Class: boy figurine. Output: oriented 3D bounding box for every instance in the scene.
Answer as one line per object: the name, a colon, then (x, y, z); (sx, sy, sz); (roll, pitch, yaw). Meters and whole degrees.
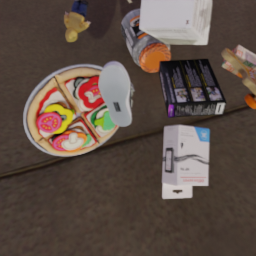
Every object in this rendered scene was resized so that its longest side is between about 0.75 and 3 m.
boy figurine: (-1.820, -3.753, 9.929); (0.945, 0.490, 1.520); (15, 92, -4)

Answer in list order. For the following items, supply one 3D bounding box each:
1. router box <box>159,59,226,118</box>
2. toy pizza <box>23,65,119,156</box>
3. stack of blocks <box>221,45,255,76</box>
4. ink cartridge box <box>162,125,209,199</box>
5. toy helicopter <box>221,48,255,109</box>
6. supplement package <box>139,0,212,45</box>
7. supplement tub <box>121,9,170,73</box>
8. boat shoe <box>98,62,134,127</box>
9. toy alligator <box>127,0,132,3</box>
router box: (1.752, -1.202, 8.030); (1.518, 0.520, 2.035); (-3, 47, -1)
toy pizza: (-1.216, -0.282, 7.153); (2.746, 2.746, 0.435); (-22, 44, -16)
stack of blocks: (3.075, -1.598, 7.233); (1.080, 0.622, 0.316); (27, 66, -8)
ink cartridge box: (1.477, 0.908, 7.172); (1.074, 0.628, 1.852); (6, 84, -30)
toy helicopter: (2.807, -1.259, 6.534); (1.600, 0.631, 1.058); (50, 41, 8)
supplement package: (1.695, -3.818, 9.312); (1.693, 1.630, 2.976); (8, 10, 22)
supplement tub: (0.768, -3.771, 12.185); (1.664, 1.664, 2.716); (-13, 54, -10)
boat shoe: (-0.181, -0.816, 6.217); (0.679, 1.838, 0.628); (-1, 53, 13)
toy alligator: (-0.682, -4.635, 8.887); (0.533, 1.965, 0.583); (-32, 29, 23)
